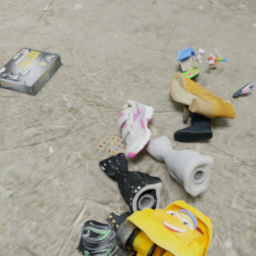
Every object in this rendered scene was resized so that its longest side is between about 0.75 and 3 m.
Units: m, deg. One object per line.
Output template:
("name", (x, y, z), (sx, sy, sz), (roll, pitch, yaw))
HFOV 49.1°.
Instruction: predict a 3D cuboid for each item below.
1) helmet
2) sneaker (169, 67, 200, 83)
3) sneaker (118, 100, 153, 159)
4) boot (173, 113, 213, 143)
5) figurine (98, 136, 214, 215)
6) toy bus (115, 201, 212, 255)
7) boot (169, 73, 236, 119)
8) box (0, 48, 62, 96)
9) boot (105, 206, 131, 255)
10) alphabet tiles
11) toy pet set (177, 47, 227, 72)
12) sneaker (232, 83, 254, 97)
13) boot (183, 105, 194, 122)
("helmet", (-0.821, 3.025, 7.541), (0.960, 1.007, 1.007), (14, 48, 0))
("sneaker", (2.583, -2.206, 12.661), (1.494, 0.626, 0.573), (-22, 55, 1))
("sneaker", (0.111, -0.009, 10.056), (1.160, 1.069, 2.629), (27, 39, -14))
("boot", (2.446, -0.044, 10.656), (1.469, 0.561, 1.235), (-5, 38, 10))
("figurine", (0.744, 1.221, 8.819), (2.853, 1.228, 2.784), (-20, 27, -19))
("toy bus", (1.163, 2.736, 6.682), (1.857, 2.737, 2.627), (31, 45, 31))
("boot", (2.913, -1.191, 11.149), (1.930, 0.949, 2.696), (9, 32, -26))
("box", (-4.619, -2.683, 13.031), (2.026, 0.618, 2.558), (14, 49, 13))
("boot", (-0.241, 2.973, 7.839), (1.522, 0.557, 1.146), (-31, 56, -30))
("alphabet tiles", (-0.401, 0.642, 10.357), (1.165, 0.044, 0.974), (25, 52, 21))
("toy pet set", (3.295, -3.318, 12.872), (1.770, 1.007, 1.896), (-14, 0, 38))
("sneaker", (4.996, -1.531, 12.091), (0.978, 0.401, 0.343), (-34, 9, 2))
("boot", (2.584, -0.689, 11.280), (0.649, 0.500, 1.340), (11, 46, 13))
